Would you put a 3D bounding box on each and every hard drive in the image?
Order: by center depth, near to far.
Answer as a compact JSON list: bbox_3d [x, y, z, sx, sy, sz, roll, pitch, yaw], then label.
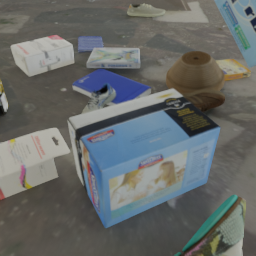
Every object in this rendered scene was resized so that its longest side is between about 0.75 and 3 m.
[{"bbox_3d":[-0.550,-1.317,9.277,2.185,0.277,1.442,26,45,29],"label":"hard drive"}]

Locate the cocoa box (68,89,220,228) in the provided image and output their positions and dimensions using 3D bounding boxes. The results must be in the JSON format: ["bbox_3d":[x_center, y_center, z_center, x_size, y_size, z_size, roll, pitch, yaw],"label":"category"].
[{"bbox_3d":[0.294,0.516,5.805,2.521,1.682,1.655,-18,42,-21],"label":"cocoa box"}]

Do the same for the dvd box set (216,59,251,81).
[{"bbox_3d":[3.486,-2.132,10.349,1.606,0.236,1.175,-12,40,-14],"label":"dvd box set"}]

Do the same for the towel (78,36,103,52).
[{"bbox_3d":[-1.678,-3.729,12.469,1.095,0.180,1.512,-3,40,-7],"label":"towel"}]

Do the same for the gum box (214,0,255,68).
[{"bbox_3d":[3.226,-2.880,6.685,0.641,2.445,2.878,-28,2,1],"label":"gum box"}]

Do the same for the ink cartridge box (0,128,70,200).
[{"bbox_3d":[-2.348,0.774,6.331,1.939,0.654,1.129,-20,42,-21],"label":"ink cartridge box"}]

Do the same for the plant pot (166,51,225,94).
[{"bbox_3d":[2.250,-1.939,9.395,1.950,0.900,1.950,-5,43,4],"label":"plant pot"}]

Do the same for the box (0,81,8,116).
[{"bbox_3d":[-4.851,-1.154,7.747,2.424,1.936,0.598,-7,38,-7],"label":"box"}]

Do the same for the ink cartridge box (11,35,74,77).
[{"bbox_3d":[-3.264,-2.826,10.765,1.925,0.797,1.410,-25,45,-28],"label":"ink cartridge box"}]

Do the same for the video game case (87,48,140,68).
[{"bbox_3d":[-0.504,-2.756,10.915,1.930,0.233,2.118,1,30,1],"label":"video game case"}]

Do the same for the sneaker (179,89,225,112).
[{"bbox_3d":[1.795,-0.575,8.165,2.179,0.767,0.823,-3,62,-5],"label":"sneaker"}]

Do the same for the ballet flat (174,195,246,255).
[{"bbox_3d":[1.105,2.220,4.412,2.842,0.982,1.011,-29,64,-25],"label":"ballet flat"}]

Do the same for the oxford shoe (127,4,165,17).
[{"bbox_3d":[1.032,-6.670,15.803,2.135,0.616,0.803,2,35,-1],"label":"oxford shoe"}]

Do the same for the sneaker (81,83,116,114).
[{"bbox_3d":[-0.952,-0.812,8.219,0.519,0.574,1.348,27,67,29],"label":"sneaker"}]
